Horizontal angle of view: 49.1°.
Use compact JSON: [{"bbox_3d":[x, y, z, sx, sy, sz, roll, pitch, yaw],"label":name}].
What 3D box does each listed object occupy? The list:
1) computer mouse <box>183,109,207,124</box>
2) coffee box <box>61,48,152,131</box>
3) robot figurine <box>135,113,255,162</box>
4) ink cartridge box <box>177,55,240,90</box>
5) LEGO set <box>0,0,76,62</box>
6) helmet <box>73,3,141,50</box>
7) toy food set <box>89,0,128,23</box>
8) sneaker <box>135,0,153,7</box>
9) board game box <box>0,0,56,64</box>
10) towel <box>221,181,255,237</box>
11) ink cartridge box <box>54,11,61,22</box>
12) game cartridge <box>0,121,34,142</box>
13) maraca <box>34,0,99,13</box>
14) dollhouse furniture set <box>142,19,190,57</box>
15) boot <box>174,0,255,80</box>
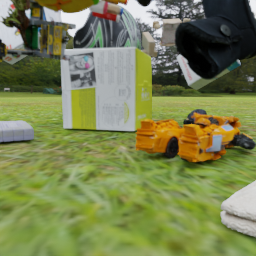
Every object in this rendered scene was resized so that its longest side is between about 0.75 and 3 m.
[{"bbox_3d":[2.138,-0.379,8.951,0.634,0.368,2.161,4,9,20],"label":"computer mouse"},{"bbox_3d":[-0.464,-1.004,7.515,1.932,1.954,1.951,2,8,15],"label":"coffee box"},{"bbox_3d":[1.117,0.105,4.402,1.446,0.581,1.995,8,11,39],"label":"robot figurine"},{"bbox_3d":[2.458,-2.081,8.715,1.563,1.130,0.662,-31,-23,32],"label":"ink cartridge box"},{"bbox_3d":[-1.584,-1.936,4.513,1.244,2.147,1.651,17,10,33],"label":"LEGO set"},{"bbox_3d":[-0.659,-3.255,10.382,2.415,2.415,2.303,-7,-18,-44],"label":"helmet"},{"bbox_3d":[-0.568,-3.842,8.600,0.920,0.976,2.045,14,15,-2],"label":"toy food set"},{"bbox_3d":[1.205,-2.814,4.894,2.810,1.264,1.101,-21,-15,-2],"label":"sneaker"},{"bbox_3d":[-2.836,-3.184,7.536,1.626,2.575,0.446,-23,-21,16],"label":"board game box"},{"bbox_3d":[1.339,0.634,1.842,0.836,0.217,1.261,-9,12,-43],"label":"towel"},{"bbox_3d":[-2.776,-3.748,9.500,0.941,1.625,0.542,-7,-9,-5],"label":"ink cartridge box"},{"bbox_3d":[-2.635,0.070,5.865,1.114,0.330,1.718,1,6,-26],"label":"game cartridge"},{"bbox_3d":[-1.131,-2.190,3.604,1.839,0.984,1.261,27,7,-40],"label":"maraca"},{"bbox_3d":[1.406,-2.986,9.910,1.665,1.420,0.813,-9,46,-11],"label":"dollhouse furniture set"},{"bbox_3d":[2.112,-2.819,7.187,2.431,2.893,1.105,-26,-1,-34],"label":"boot"}]
